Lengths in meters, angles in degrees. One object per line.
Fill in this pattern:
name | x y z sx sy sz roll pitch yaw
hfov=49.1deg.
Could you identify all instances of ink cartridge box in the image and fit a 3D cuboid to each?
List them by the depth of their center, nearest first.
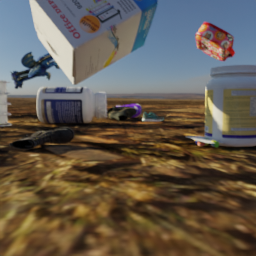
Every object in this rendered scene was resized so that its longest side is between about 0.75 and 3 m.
ink cartridge box | -0.901 -2.733 7.244 2.499 1.839 1.807 -36 -9 -18

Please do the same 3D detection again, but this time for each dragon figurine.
dragon figurine | -2.931 -2.007 8.993 2.375 0.699 1.181 -32 -7 41

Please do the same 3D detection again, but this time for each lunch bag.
lunch bag | 3.230 -3.039 10.207 1.449 0.674 1.645 35 5 17

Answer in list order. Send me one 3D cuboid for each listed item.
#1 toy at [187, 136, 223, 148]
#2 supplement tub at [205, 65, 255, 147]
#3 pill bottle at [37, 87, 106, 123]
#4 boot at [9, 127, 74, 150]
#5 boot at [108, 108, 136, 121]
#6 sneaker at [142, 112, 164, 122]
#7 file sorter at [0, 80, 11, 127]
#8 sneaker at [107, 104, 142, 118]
toy | 1.765 0.339 6.529 0.467 0.192 0.812 0 6 -30
supplement tub | 2.584 -0.540 6.871 1.347 1.853 1.347 0 6 0
pill bottle | -2.455 -1.018 12.646 2.941 1.633 1.633 0 6 -3
boot | -1.910 0.286 6.342 1.177 0.407 1.024 -7 7 10
boot | -0.085 -0.628 14.501 1.605 0.622 1.110 -17 18 -25
sneaker | 1.210 -0.542 13.627 1.063 0.485 0.413 1 6 5
file sorter | -5.540 -0.997 11.478 1.315 1.896 1.180 -5 12 -37
sneaker | -0.298 -0.923 16.393 2.258 0.785 1.123 -2 7 39
